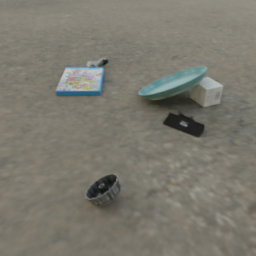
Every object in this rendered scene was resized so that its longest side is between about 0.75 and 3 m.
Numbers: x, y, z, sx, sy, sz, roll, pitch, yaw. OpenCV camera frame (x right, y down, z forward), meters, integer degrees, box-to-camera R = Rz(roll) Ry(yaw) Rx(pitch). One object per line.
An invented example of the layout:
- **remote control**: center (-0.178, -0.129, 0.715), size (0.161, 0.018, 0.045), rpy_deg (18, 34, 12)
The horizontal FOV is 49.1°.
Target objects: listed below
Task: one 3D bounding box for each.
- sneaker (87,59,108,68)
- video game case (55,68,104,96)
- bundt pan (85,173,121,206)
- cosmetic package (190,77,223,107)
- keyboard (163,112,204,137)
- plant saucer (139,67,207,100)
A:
- **sneaker**: center (-1.487, -3.115, 14.072), size (1.097, 0.412, 0.634), rpy_deg (-16, 40, -5)
- **video game case**: center (-2.105, -2.155, 12.708), size (1.866, 0.232, 2.607), rpy_deg (-1, 33, -1)
- **bundt pan**: center (-0.563, 1.533, 6.797), size (0.935, 0.351, 0.935), rpy_deg (-28, 18, 10)
- **cosmetic package**: center (3.077, -1.425, 11.088), size (0.794, 0.799, 0.954), rpy_deg (-15, 35, -19)
- **keyboard**: center (1.977, -0.113, 9.720), size (1.425, 0.282, 0.742), rpy_deg (24, 63, 30)
- **plant saucer**: center (1.772, -1.713, 11.053), size (2.786, 0.382, 2.786), rpy_deg (-21, 17, 7)
